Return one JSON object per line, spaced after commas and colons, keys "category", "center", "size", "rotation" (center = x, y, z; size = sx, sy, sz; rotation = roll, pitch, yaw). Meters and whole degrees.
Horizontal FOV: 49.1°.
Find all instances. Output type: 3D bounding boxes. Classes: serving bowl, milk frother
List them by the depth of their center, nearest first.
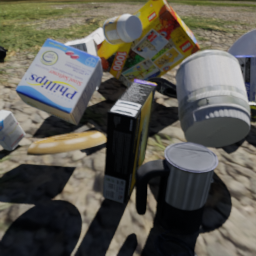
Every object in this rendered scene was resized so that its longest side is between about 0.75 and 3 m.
{"category": "milk frother", "center": [0.998, 1.363, 4.983], "size": [1.483, 1.546, 1.643], "rotation": [-11, 31, -24]}
{"category": "serving bowl", "center": [4.235, -2.097, 9.340], "size": [0.754, 2.294, 2.294], "rotation": [20, 20, -30]}

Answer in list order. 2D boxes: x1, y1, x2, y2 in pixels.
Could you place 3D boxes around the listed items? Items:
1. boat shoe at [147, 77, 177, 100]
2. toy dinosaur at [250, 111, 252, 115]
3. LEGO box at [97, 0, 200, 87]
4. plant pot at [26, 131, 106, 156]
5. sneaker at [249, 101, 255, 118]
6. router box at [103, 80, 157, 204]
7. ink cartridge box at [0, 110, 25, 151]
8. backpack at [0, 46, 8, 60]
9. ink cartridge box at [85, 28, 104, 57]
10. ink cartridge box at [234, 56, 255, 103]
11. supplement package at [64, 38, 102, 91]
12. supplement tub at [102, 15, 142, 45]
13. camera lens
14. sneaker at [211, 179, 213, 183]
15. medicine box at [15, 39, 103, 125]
{"category": "boat shoe", "center": [1.369, -1.425, 10.221], "size": [1.516, 0.551, 0.475], "rotation": [21, 34, 6]}
{"category": "toy dinosaur", "center": [2.825, -0.189, 8.712], "size": [2.216, 1.132, 1.504], "rotation": [4, 40, -32]}
{"category": "LEGO box", "center": [0.688, -2.897, 10.174], "size": [2.972, 2.213, 1.147], "rotation": [-32, 49, 27]}
{"category": "plant pot", "center": [-1.226, 0.278, 5.639], "size": [1.598, 0.220, 1.598], "rotation": [-8, 5, 1]}
{"category": "sneaker", "center": [4.015, -0.821, 9.993], "size": [1.639, 0.610, 0.693], "rotation": [23, 30, 19]}
{"category": "router box", "center": [0.040, 0.263, 6.139], "size": [0.567, 2.171, 1.707], "rotation": [14, 33, 12]}
{"category": "ink cartridge box", "center": [-3.382, 0.081, 7.787], "size": [0.391, 0.924, 0.667], "rotation": [10, 48, 27]}
{"category": "backpack", "center": [-7.207, -4.169, 15.436], "size": [0.974, 0.739, 1.167], "rotation": [10, 21, -30]}
{"category": "ink cartridge box", "center": [-1.940, -3.911, 14.055], "size": [1.753, 1.012, 2.401], "rotation": [-28, 25, 19]}
{"category": "ink cartridge box", "center": [3.586, -1.504, 8.612], "size": [0.304, 1.375, 0.646], "rotation": [-14, 19, -25]}
{"category": "supplement package", "center": [-1.578, -2.154, 9.667], "size": [0.894, 1.613, 1.256], "rotation": [-7, 24, 7]}
{"category": "supplement tub", "center": [-0.185, -3.081, 8.792], "size": [0.821, 0.821, 1.134], "rotation": [-24, 22, -35]}
{"category": "camera lens", "center": [2.022, -0.731, 6.863], "size": [1.614, 1.614, 2.018], "rotation": [0, 60, 1]}
{"category": "sneaker", "center": [1.553, 1.092, 6.492], "size": [0.880, 0.331, 0.506], "rotation": [-5, 55, -16]}
{"category": "medicine box", "center": [-1.661, -1.146, 7.061], "size": [1.502, 0.849, 1.649], "rotation": [22, 72, 7]}
